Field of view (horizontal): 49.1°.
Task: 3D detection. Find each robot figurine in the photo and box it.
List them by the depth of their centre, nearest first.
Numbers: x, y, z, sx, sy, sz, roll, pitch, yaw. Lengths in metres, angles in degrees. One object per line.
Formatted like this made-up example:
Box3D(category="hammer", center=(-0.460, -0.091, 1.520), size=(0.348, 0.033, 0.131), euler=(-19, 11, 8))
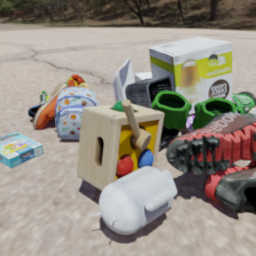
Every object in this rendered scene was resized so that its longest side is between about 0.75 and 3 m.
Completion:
Box3D(category="robot figurine", center=(0.183, 1.498, 5.874), size=(1.892, 1.069, 1.605), euler=(-20, -2, -37))

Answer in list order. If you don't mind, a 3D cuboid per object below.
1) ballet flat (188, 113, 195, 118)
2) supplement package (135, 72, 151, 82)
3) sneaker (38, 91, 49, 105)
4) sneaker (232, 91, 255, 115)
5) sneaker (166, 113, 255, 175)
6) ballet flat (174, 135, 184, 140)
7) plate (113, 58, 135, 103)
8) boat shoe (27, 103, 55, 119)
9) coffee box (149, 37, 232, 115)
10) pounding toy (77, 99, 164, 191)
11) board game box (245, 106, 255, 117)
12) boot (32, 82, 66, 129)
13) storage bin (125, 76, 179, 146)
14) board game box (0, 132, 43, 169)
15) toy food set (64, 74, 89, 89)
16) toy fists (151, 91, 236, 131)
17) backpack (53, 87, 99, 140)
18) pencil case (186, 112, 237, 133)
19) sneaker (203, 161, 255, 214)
Box3D(category="ballet flat", center=(2.394, -0.791, 11.737), size=(0.854, 0.923, 2.617), euler=(31, 26, -13))
Box3D(category="supplement package", center=(0.966, -1.618, 12.495), size=(1.109, 1.472, 1.117), euler=(-8, 27, -16))
Box3D(category="sneaker", center=(-3.843, -1.288, 12.501), size=(0.393, 0.429, 1.006), euler=(-19, 38, 8))
Box3D(category="sneaker", center=(3.953, -0.963, 11.325), size=(1.006, 0.922, 2.362), euler=(-38, 18, -17))
Box3D(category="sneaker", center=(2.183, 0.318, 6.810), size=(2.930, 1.036, 1.431), euler=(-11, 26, -12))
Box3D(category="ballet flat", center=(2.427, 0.543, 8.887), size=(1.973, 0.671, 0.675), euler=(13, 28, 5))
Box3D(category="plate", center=(-0.054, -1.094, 10.229), size=(0.405, 2.504, 2.499), euler=(-5, 23, 13))
Box3D(category="boat shoe", center=(-2.962, -0.678, 11.275), size=(2.027, 0.853, 0.696), euler=(-17, -1, -18))
Box3D(category="coffee box", center=(2.288, -1.988, 10.489), size=(2.246, 2.224, 2.249), euler=(-16, 26, -13))
Box3D(category="pounding toy", center=(-0.076, 0.252, 6.520), size=(1.576, 2.217, 2.041), euler=(19, 19, 38))
Box3D(category="board game box", center=(5.644, -0.555, 11.539), size=(1.330, 0.365, 2.107), euler=(-16, 30, -33))
Box3D(category="boot", center=(-2.703, -0.591, 10.517), size=(1.106, 2.062, 0.774), euler=(39, 11, -10))
Box3D(category="storage bin", center=(0.833, -0.567, 9.333), size=(0.972, 2.074, 1.402), euler=(1, 19, 41))
Box3D(category="board game box", center=(-3.657, 0.659, 8.944), size=(1.521, 0.357, 1.149), euler=(19, 31, 35))
Box3D(category="toy food set", center=(-2.459, -1.845, 13.218), size=(1.348, 1.362, 0.331), euler=(-36, -6, 31))
Box3D(category="toy fists", center=(2.003, -0.443, 8.832), size=(2.627, 1.339, 0.903), euler=(8, 60, 6))
Box3D(category="backpack", center=(-1.765, -0.485, 9.676), size=(1.836, 1.749, 1.414), euler=(-3, 31, -8))
Box3D(category="pencil case", center=(2.893, -0.317, 9.769), size=(1.830, 0.768, 0.782), euler=(-20, 39, 15))
Box3D(category="sneaker", center=(3.225, 1.345, 6.763), size=(2.685, 0.949, 1.312), euler=(-13, 27, -20))
